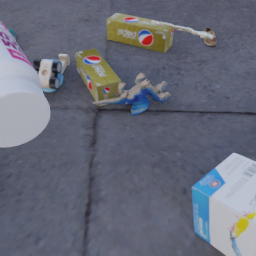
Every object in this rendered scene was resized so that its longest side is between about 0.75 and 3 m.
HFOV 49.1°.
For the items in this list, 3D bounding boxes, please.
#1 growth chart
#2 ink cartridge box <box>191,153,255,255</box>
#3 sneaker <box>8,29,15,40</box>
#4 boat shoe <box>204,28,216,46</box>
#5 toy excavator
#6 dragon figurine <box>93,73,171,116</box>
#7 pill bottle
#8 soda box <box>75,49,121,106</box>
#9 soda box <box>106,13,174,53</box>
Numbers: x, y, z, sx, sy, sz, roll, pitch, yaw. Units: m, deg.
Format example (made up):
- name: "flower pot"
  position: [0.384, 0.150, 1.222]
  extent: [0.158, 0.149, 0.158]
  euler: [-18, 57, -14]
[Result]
- name: "growth chart"
  position: [1.454, -2.627, 7.464]
  extent: [1.674, 0.148, 1.211]
  euler: [26, 24, 27]
- name: "ink cartridge box"
  position: [2.511, 1.737, 5.446]
  extent: [1.472, 1.446, 1.999]
  euler: [-28, 35, -29]
- name: "sneaker"
  position: [-5.926, -4.112, 12.631]
  extent: [0.803, 0.899, 2.250]
  euler: [12, 43, 13]
- name: "boat shoe"
  position: [3.826, -4.288, 13.138]
  extent: [0.510, 0.484, 1.348]
  euler: [-4, 42, -5]
- name: "toy excavator"
  position: [-2.763, -2.133, 10.520]
  extent: [0.906, 1.813, 1.763]
  euler: [7, 85, 6]
- name: "dragon figurine"
  position: [0.230, -0.949, 9.239]
  extent: [2.560, 1.273, 0.753]
  euler: [-29, 48, -3]
- name: "pill bottle"
  position: [-2.812, -1.047, 5.852]
  extent: [1.618, 1.618, 2.855]
  euler: [-24, 55, -24]
- name: "soda box"
  position: [-1.129, -1.927, 10.261]
  extent: [0.888, 0.839, 2.623]
  euler: [-18, 45, -17]
- name: "soda box"
  position: [0.525, -4.395, 12.861]
  extent: [2.983, 1.010, 0.955]
  euler: [20, 46, 20]
